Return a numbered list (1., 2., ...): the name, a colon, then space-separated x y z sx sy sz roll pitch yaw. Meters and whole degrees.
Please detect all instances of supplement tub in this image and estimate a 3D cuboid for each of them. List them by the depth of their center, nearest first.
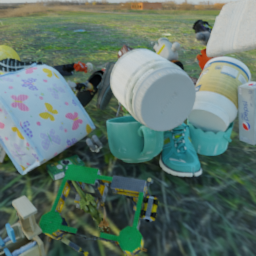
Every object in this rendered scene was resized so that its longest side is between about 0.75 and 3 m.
1. supplement tub: 2.773 -1.007 8.699 1.476 1.476 2.040 17 65 29

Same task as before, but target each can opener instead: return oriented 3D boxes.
1. can opener: -0.857 0.378 6.980 0.315 0.398 1.196 -32 -9 -6

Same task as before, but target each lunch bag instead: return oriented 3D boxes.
1. lunch bag: -2.728 -0.416 8.237 1.721 2.707 2.295 -27 7 43

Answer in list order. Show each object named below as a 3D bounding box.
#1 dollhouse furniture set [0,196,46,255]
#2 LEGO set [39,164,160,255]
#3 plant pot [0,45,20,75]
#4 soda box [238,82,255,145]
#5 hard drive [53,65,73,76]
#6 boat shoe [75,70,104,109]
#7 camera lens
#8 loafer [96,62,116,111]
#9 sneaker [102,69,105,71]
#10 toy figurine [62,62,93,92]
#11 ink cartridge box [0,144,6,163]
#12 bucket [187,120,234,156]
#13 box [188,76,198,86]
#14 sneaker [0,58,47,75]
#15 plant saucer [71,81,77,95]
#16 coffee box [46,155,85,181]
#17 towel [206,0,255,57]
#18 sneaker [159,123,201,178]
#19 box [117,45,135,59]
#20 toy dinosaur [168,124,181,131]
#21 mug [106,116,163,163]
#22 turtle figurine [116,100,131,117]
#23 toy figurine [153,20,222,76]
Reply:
1. dollhouse furniture set: -2.250 2.009 5.305 0.905 1.284 0.900 -23 35 -37
2. LEGO set: -0.533 1.857 6.060 2.412 1.398 1.855 1 57 8
3. plant pot: -7.314 -3.728 16.162 1.564 1.564 1.472 10 46 18
4. soda box: 3.596 -0.421 8.089 0.589 1.727 0.548 -22 25 -24
5. hard drive: -3.918 -3.436 16.683 1.041 0.327 1.543 -11 30 -21
6. boat shoe: -1.584 -1.618 11.523 0.702 0.601 1.919 36 66 -11
7. camera lens: 0.530 -0.981 6.861 1.553 1.553 1.942 -11 32 -19
8. loafer: -0.897 -1.725 11.425 0.661 2.101 0.755 20 -10 16
9. sneaker: -0.103 -2.258 13.838 2.875 1.119 1.181 20 28 16
10. toy figurine: -1.885 -1.937 10.662 1.136 1.118 0.790 6 14 40
11. ink cartridge box: -5.020 0.441 8.588 2.315 1.013 1.682 -4 27 -10
12. bucket: 2.616 0.112 9.089 1.535 0.999 1.535 -2 34 1
13. box: 2.774 -1.775 12.781 0.732 0.978 1.954 -11 29 -30
14. sneaker: -4.198 -2.149 11.039 1.953 0.882 0.763 3 58 -20
15. plant saucer: -2.379 -1.588 12.099 0.862 0.862 0.134 -7 25 -13
16. coffee box: -1.802 1.141 8.107 0.980 0.215 0.603 -19 33 -30
17. towel: 3.738 -3.477 9.312 1.750 0.455 2.641 -1 54 42
18. sneaker: 1.454 0.441 8.439 1.115 1.146 2.878 -2 29 -4
19. box: 0.423 -2.418 10.331 1.537 0.576 0.770 8 44 -38
20. toy dinosaur: 1.198 -0.313 8.301 0.495 1.700 0.859 -12 39 -15
21. mug: 0.180 0.346 8.018 1.610 1.212 1.960 -3 10 17
22. turtle figurine: 0.145 -0.940 9.716 0.936 1.261 1.301 4 0 4
23. toy figurine: 2.560 -2.520 11.226 2.796 2.752 1.945 -23 60 3
